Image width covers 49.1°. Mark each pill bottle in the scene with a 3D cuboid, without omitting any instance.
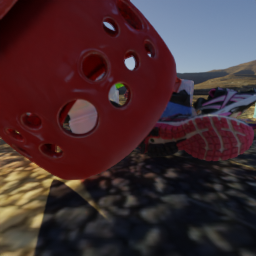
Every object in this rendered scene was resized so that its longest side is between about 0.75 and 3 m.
[{"bbox_3d":[-1.254,-1.334,6.983,1.625,2.936,1.625,-18,5,2],"label":"pill bottle"}]

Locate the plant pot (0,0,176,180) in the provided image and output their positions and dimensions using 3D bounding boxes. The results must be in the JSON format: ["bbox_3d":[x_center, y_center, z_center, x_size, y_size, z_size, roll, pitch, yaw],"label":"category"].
[{"bbox_3d":[-1.002,-0.904,3.649,2.270,2.493,2.493,41,-17,-32],"label":"plant pot"}]

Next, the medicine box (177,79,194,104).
[{"bbox_3d":[1.446,-1.420,12.415,2.627,1.352,2.393,6,4,9],"label":"medicine box"}]

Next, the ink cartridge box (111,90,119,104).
[{"bbox_3d":[-1.196,-1.908,18.137,0.668,1.110,1.527,4,9,24],"label":"ink cartridge box"}]

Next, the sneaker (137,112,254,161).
[{"bbox_3d":[1.095,0.038,4.831,1.979,0.798,0.739,1,26,32],"label":"sneaker"}]

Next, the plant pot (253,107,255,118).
[{"bbox_3d":[6.416,-1.502,11.249,2.418,2.272,2.418,0,7,0],"label":"plant pot"}]

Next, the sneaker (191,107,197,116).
[{"bbox_3d":[2.177,-0.551,10.248,1.498,0.529,0.743,15,-2,-1],"label":"sneaker"}]

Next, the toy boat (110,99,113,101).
[{"bbox_3d":[-1.054,-0.849,12.776,0.765,0.763,1.170,-30,-5,24],"label":"toy boat"}]

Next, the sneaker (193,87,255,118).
[{"bbox_3d":[2.770,-0.788,7.827,2.226,0.961,0.894,-22,-19,-28],"label":"sneaker"}]

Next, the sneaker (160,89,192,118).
[{"bbox_3d":[0.946,-0.775,9.319,2.378,1.323,0.913,4,13,32],"label":"sneaker"}]

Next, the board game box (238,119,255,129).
[{"bbox_3d":[3.691,-0.148,9.187,0.799,0.215,1.332,6,9,10],"label":"board game box"}]

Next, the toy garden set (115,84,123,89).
[{"bbox_3d":[-1.507,-1.944,12.942,2.674,0.534,2.229,-16,2,-39],"label":"toy garden set"}]

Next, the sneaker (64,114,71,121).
[{"bbox_3d":[-2.076,-0.556,10.117,1.924,0.731,0.873,9,-10,16],"label":"sneaker"}]

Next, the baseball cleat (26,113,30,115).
[{"bbox_3d":[-3.220,-0.290,9.642,0.502,0.329,0.944,29,5,-42],"label":"baseball cleat"}]

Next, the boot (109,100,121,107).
[{"bbox_3d":[-0.396,-0.538,10.826,2.423,0.881,2.573,-3,-3,40],"label":"boot"}]

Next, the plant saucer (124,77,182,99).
[{"bbox_3d":[0.922,-1.465,10.616,1.856,1.853,0.341,30,-14,-18],"label":"plant saucer"}]
